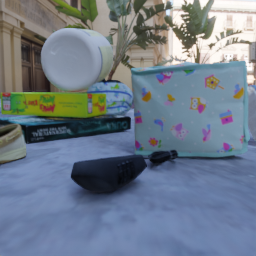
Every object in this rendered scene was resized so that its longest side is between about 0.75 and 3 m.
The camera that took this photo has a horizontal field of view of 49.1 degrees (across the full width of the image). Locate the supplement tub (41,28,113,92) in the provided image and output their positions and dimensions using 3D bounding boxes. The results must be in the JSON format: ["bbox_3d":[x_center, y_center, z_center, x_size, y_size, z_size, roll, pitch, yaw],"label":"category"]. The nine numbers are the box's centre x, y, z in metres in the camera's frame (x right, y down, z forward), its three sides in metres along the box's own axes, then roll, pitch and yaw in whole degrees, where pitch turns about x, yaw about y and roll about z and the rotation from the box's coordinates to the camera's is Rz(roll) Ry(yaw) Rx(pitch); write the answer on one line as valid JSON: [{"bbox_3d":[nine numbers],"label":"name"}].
[{"bbox_3d":[-1.110,-1.673,6.774,1.353,1.353,1.866,1,17,9],"label":"supplement tub"}]

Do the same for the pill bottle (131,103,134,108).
[{"bbox_3d":[0.670,-1.430,15.983,1.117,0.627,0.627,1,7,0],"label":"pill bottle"}]

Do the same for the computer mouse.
[{"bbox_3d":[0.089,0.427,3.018,0.519,0.301,1.770,-11,-6,36],"label":"computer mouse"}]

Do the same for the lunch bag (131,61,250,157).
[{"bbox_3d":[0.901,-0.278,4.009,1.550,1.321,0.945,0,11,22],"label":"lunch bag"}]

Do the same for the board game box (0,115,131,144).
[{"bbox_3d":[-1.416,-0.073,6.338,2.505,0.353,1.694,-7,10,-41],"label":"board game box"}]

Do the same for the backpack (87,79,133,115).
[{"bbox_3d":[-0.725,-1.140,10.649,1.836,1.730,2.251,5,-14,3],"label":"backpack"}]

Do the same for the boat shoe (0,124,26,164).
[{"bbox_3d":[-1.834,0.230,3.351,0.557,0.500,1.506,2,8,16],"label":"boat shoe"}]

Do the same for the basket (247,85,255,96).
[{"bbox_3d":[4.365,-0.912,9.725,1.638,1.139,1.444,-7,6,12],"label":"basket"}]

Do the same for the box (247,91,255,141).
[{"bbox_3d":[2.425,-0.184,4.885,0.600,0.788,0.419,8,-38,-19],"label":"box"}]

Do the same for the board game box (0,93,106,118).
[{"bbox_3d":[-1.758,-0.580,6.750,2.216,0.528,1.126,3,8,18],"label":"board game box"}]
